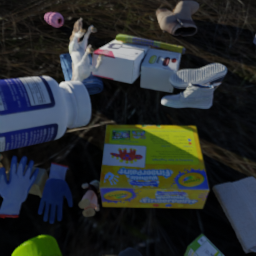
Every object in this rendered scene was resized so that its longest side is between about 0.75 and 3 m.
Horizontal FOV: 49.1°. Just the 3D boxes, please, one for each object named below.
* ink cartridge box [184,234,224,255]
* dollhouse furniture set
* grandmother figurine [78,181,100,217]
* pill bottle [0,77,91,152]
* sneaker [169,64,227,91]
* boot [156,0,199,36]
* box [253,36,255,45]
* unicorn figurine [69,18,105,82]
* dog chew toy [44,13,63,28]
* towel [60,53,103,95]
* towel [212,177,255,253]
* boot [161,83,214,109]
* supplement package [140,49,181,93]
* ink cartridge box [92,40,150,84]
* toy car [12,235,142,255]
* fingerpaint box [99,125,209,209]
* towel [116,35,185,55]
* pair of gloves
[{"bbox_3d":[1.662,2.779,5.492,0.422,0.824,1.114,-29,53,-25],"label":"ink cartridge box"},{"bbox_3d":[-3.608,0.895,6.125,2.870,2.538,1.596,10,47,11],"label":"dollhouse furniture set"},{"bbox_3d":[-0.849,1.624,6.657,0.376,0.753,1.242,-13,14,6],"label":"grandmother figurine"},{"bbox_3d":[-2.557,-0.428,7.310,2.912,1.743,1.743,-12,45,-33],"label":"pill bottle"},{"bbox_3d":[2.364,-1.514,9.543,2.212,0.878,0.868,-15,48,-21],"label":"sneaker"},{"bbox_3d":[2.636,-5.071,13.157,2.665,0.936,1.949,-19,54,-15],"label":"boot"},{"bbox_3d":[6.312,-3.595,11.211,1.288,1.484,2.246,-9,47,-8],"label":"box"},{"bbox_3d":[-1.522,-2.113,8.905,0.911,1.693,2.466,19,52,-31],"label":"unicorn figurine"},{"bbox_3d":[-3.594,-5.199,13.393,1.065,0.663,0.663,27,52,32],"label":"dog chew toy"},{"bbox_3d":[-1.745,-2.052,10.372,1.260,0.548,2.257,-12,47,-13],"label":"towel"},{"bbox_3d":[2.886,1.986,6.628,1.168,0.304,1.762,-10,47,-11],"label":"towel"},{"bbox_3d":[1.809,-1.032,8.556,1.549,0.740,0.570,2,32,2],"label":"boot"},{"bbox_3d":[1.168,-2.095,10.142,1.203,0.925,1.258,11,46,11],"label":"supplement package"},{"bbox_3d":[-0.186,-2.486,10.239,1.503,0.875,2.076,14,32,14],"label":"ink cartridge box"},{"bbox_3d":[-0.512,3.088,4.930,2.707,2.135,2.223,0,41,-43],"label":"toy car"},{"bbox_3d":[0.605,0.949,7.206,2.469,0.906,2.060,0,45,1],"label":"fingerpaint box"},{"bbox_3d":[0.971,-3.307,11.125,2.702,0.308,1.940,13,19,5],"label":"towel"},{"bbox_3d":[-2.122,1.449,6.552,1.783,0.203,1.433,15,71,-25],"label":"pair of gloves"}]
